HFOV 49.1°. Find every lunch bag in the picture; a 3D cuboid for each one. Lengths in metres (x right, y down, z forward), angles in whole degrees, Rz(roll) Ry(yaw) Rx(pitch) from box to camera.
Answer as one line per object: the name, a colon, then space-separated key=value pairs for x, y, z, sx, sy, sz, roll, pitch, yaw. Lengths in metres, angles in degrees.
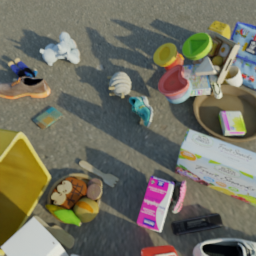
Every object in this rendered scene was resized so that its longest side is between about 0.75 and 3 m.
lunch bag: x=5.308 y=-3.235 z=11.951 sx=2.015 sy=2.677 sz=1.259 roll=32 pitch=59 yaw=22

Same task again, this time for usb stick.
usb stick: x=2.161 y=3.010 z=8.757 sx=1.617 sy=0.264 sz=0.448 roll=-8 pitch=66 yaw=-6

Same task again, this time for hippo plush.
hippo plush: x=-3.231 y=-3.436 z=13.233 sx=1.435 sy=1.422 sz=1.785 roll=-21 pitch=38 yaw=20

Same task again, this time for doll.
doll: x=-4.765 y=-2.469 z=12.800 sx=1.706 sy=0.413 sz=1.164 roll=40 pitch=61 yaw=19

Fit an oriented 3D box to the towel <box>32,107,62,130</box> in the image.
towel: x=-3.267 y=-0.403 z=11.411 sx=0.753 sy=0.111 sz=1.027 roll=34 pitch=62 yaw=28

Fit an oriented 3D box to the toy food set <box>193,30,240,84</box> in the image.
toy food set: x=3.689 y=-3.138 z=12.156 sx=0.700 sy=1.663 sz=2.318 roll=4 pitch=32 yaw=-22

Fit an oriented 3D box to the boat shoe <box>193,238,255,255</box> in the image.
boat shoe: x=3.200 y=3.581 z=7.933 sx=2.618 sy=0.860 sz=0.942 roll=7 pitch=52 yaw=4

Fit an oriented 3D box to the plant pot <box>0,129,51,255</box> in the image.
plant pot: x=-4.590 y=1.622 z=8.392 sx=2.841 sy=2.759 sz=2.778 roll=14 pitch=54 yaw=17

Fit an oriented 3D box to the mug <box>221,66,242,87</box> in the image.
mug: x=4.526 y=-2.192 z=12.268 sx=0.783 sy=0.803 sz=0.978 roll=-48 pitch=40 yaw=0

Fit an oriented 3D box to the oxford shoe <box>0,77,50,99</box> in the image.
oxford shoe: x=-4.640 y=-1.832 z=12.021 sx=2.416 sy=0.881 sz=0.861 roll=-3 pitch=53 yaw=-2

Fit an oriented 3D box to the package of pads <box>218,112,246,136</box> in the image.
package of pads: x=4.077 y=-0.175 z=10.959 sx=0.835 sy=0.369 sz=1.081 roll=0 pitch=52 yaw=0

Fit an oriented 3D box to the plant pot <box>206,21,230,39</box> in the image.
plant pot: x=4.323 y=-4.493 z=13.813 sx=1.213 sy=1.241 sz=1.205 roll=30 pitch=58 yaw=20

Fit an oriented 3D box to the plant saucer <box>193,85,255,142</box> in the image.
plant saucer: x=4.095 y=-0.582 z=11.367 sx=2.972 sy=0.438 sz=2.972 roll=0 pitch=53 yaw=-1

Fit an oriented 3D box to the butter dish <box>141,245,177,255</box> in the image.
butter dish: x=0.760 y=4.063 z=7.526 sx=1.475 sy=1.091 sz=1.471 roll=16 pitch=44 yaw=-42

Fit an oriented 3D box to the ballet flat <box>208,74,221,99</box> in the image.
ballet flat: x=3.698 y=-1.809 z=11.833 sx=0.411 sy=0.411 sz=1.183 roll=-8 pitch=71 yaw=-6

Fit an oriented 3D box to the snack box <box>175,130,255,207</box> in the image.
snack box: x=3.069 y=1.327 z=8.824 sx=2.991 sy=2.127 sz=0.792 roll=20 pitch=62 yaw=15

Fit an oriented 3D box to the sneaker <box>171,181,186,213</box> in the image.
sneaker: x=1.541 y=2.248 z=9.268 sx=0.580 sy=0.481 sz=1.217 roll=10 pitch=47 yaw=20

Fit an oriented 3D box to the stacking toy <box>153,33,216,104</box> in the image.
stacking toy: x=2.433 y=-2.389 z=11.487 sx=2.496 sy=1.165 sz=2.758 roll=-19 pitch=56 yaw=29

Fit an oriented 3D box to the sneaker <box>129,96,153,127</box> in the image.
sneaker: x=0.491 y=-0.655 z=11.136 sx=0.723 sy=0.704 sz=1.816 roll=6 pitch=34 yaw=-22

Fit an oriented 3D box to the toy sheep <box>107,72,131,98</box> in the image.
toy sheep: x=-0.361 y=-1.822 z=11.980 sx=1.032 sy=1.032 sz=1.496 roll=-6 pitch=57 yaw=-5

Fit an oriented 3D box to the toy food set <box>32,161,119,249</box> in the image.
toy food set: x=-1.719 y=2.248 z=9.150 sx=1.881 sy=0.547 sz=2.724 roll=26 pitch=57 yaw=18

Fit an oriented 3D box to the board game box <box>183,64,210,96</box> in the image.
board game box: x=2.821 y=-2.114 z=12.263 sx=1.286 sy=0.327 sz=1.913 roll=-4 pitch=44 yaw=11

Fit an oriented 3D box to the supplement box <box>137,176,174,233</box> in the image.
supplement box: x=0.863 y=2.378 z=8.722 sx=0.757 sy=0.773 sz=1.495 roll=15 pitch=69 yaw=13

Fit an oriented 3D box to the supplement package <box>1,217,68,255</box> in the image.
supplement package: x=-2.507 y=3.422 z=7.707 sx=1.079 sy=1.432 sz=1.087 roll=35 pitch=60 yaw=23
